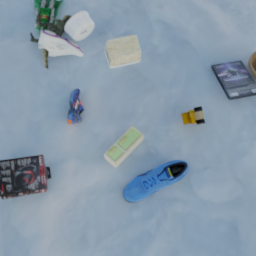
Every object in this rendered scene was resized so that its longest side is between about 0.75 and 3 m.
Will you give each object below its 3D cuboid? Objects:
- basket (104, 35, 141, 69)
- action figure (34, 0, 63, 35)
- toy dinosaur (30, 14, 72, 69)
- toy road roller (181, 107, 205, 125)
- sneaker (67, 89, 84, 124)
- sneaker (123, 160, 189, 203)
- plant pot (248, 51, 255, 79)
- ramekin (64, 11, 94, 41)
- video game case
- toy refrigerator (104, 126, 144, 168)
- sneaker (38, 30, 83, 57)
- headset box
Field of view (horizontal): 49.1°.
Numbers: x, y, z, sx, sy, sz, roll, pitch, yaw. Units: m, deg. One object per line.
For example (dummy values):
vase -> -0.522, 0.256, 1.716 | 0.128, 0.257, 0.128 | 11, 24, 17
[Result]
basket -> -0.203, -3.050, 11.174 | 1.357, 0.837, 0.920 | -15, 82, -7
action figure -> -3.651, -5.018, 12.393 | 1.373, 0.636, 2.324 | 2, 68, -3
toy dinosaur -> -3.381, -3.972, 11.825 | 1.309, 0.705, 2.970 | 21, 69, -1
toy road roller -> 2.289, -0.391, 9.897 | 0.737, 1.009, 0.620 | -12, 88, 15
sneaker -> -1.901, -0.785, 10.433 | 0.558, 0.536, 1.422 | 5, 73, -5
sneaker -> 0.877, 1.642, 8.977 | 2.331, 0.914, 0.768 | -24, 74, -9
plant pot -> 5.394, -2.298, 10.998 | 1.502, 0.693, 1.502 | 1, 65, -1
ramekin -> -1.909, -4.024, 11.188 | 1.165, 1.165, 0.568 | -38, 87, -16
video game case -> 4.191, -1.896, 10.940 | 1.304, 0.173, 1.825 | -10, 54, -5
toy refrigerator -> -0.140, 0.645, 9.692 | 0.549, 0.506, 1.446 | 40, 71, 17
sneaker -> -2.717, -3.218, 11.322 | 1.820, 0.907, 0.681 | 19, 28, -22
headset box -> -3.260, 1.542, 8.924 | 1.541, 0.578, 1.145 | -7, 69, -19
